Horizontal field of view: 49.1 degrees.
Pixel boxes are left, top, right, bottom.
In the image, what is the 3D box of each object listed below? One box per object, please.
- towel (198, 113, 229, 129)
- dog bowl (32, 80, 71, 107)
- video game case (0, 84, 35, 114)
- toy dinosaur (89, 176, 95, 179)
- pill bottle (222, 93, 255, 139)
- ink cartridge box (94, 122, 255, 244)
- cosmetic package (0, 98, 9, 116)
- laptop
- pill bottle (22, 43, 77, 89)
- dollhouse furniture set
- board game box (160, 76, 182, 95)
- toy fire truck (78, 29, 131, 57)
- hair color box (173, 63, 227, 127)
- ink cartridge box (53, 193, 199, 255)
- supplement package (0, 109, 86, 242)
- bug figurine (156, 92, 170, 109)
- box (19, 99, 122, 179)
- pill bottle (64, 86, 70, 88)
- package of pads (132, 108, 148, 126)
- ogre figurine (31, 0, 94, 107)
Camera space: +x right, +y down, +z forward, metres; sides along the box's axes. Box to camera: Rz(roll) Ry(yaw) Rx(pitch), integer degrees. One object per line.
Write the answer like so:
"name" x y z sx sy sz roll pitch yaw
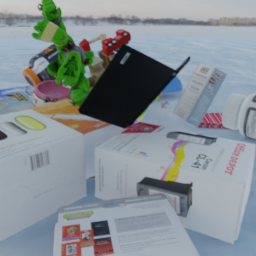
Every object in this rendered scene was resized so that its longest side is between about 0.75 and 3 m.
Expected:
"towel" 3.421 -0.319 10.256 1.952 0.219 1.411 1 22 4
"dog bowl" -2.773 -1.251 10.592 1.648 0.608 1.648 6 34 -4
"video game case" -4.099 -1.258 11.921 2.597 0.651 2.865 -15 27 -32
"toy dinosaur" -0.525 1.117 6.628 0.782 0.345 0.186 -30 0 -28
"pill bottle" 4.280 -0.276 8.601 2.446 1.392 1.392 19 29 36
"ink cartridge box" 1.013 0.891 5.915 2.863 1.226 2.113 10 20 26
"cosmetic package" -5.339 -0.341 9.169 2.521 1.137 1.347 -5 19 -6
"laptop" 0.204 -0.988 6.231 1.092 1.875 2.115 42 35 0
"pill bottle" -3.105 -2.574 11.344 1.251 1.251 2.356 21 56 41
"dollhouse furniture set" -1.140 -1.723 9.925 2.237 1.961 1.486 -35 47 -22
"board game box" 1.183 -2.135 13.575 2.784 0.542 2.200 -13 50 -29
"toy fire truck" -0.828 -3.090 10.079 1.623 0.396 1.145 -40 57 -19
"hair color box" 1.939 -0.918 7.700 0.477 1.572 0.778 19 14 -29
"ink cartridge box" -0.096 1.863 4.188 1.916 0.803 1.682 -4 23 -10
"supplement package" -2.329 0.761 5.811 2.127 1.564 2.034 21 29 39
"bug figurine" 1.255 -1.065 10.574 0.216 0.652 0.840 -23 60 -18
"box" -1.570 0.217 7.579 1.581 1.239 2.541 -21 32 -40
"pill bottle" -1.710 -1.473 10.231 1.248 0.691 0.691 27 20 -9
"package of pads" -0.299 -0.515 8.759 1.524 0.673 1.973 -8 -16 -11
"ogre figurine" -1.605 -1.841 7.628 1.355 2.762 1.656 -39 -5 -1
